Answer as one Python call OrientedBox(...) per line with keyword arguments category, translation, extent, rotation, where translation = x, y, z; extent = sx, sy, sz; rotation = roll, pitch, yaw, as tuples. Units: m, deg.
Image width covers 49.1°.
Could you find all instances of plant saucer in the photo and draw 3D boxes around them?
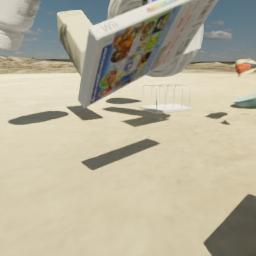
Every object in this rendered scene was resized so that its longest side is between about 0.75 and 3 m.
OrientedBox(category="plant saucer", translation=(5.147, -1.143, 11.220), extent=(1.826, 0.352, 1.826), rotation=(-16, 4, 1))

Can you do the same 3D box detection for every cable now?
OrientedBox(category="cable", translation=(0.639, -2.599, 7.359), extent=(2.630, 2.629, 0.910), rotation=(-2, 40, 48))

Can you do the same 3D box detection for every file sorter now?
OrientedBox(category="file sorter", translation=(1.454, -1.153, 10.571), extent=(1.574, 0.980, 1.092), rotation=(-6, 15, -25))

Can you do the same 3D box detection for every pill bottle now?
OrientedBox(category="pill bottle", translation=(-2.434, -2.802, 5.764), extent=(1.208, 2.131, 1.208), rotation=(25, 24, -12))

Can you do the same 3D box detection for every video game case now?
OrientedBox(category="video game case", translation=(0.258, -1.039, 3.517), extent=(1.914, 0.172, 1.370), rotation=(-32, -12, -25))

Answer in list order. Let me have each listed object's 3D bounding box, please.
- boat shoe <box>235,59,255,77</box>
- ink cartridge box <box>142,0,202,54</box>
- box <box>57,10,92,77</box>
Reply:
OrientedBox(category="boat shoe", translation=(3.344, -1.749, 7.880), extent=(0.475, 0.418, 1.336), rotation=(-20, 3, 42))
OrientedBox(category="ink cartridge box", translation=(0.969, -2.204, 5.946), extent=(1.483, 1.469, 0.322), rotation=(-23, 42, -23))
OrientedBox(category="box", translation=(-1.297, -2.365, 7.767), extent=(0.761, 0.914, 2.225), rotation=(-15, 48, -20))
